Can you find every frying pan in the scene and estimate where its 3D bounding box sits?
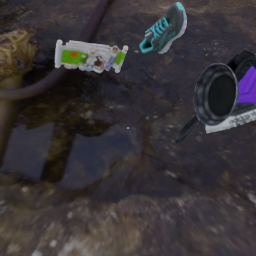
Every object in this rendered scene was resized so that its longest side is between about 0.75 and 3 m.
[{"bbox_3d":[1.246,-0.216,4.303,0.251,1.542,0.933,2,27,-23],"label":"frying pan"}]

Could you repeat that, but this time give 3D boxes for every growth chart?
[{"bbox_3d":[-0.860,-1.560,6.271,1.603,1.160,0.142,4,69,-7],"label":"growth chart"}]

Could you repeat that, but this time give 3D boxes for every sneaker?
[{"bbox_3d":[2.579,-0.921,5.306,2.683,0.933,1.334,-20,84,1],"label":"sneaker"},{"bbox_3d":[0.946,-2.723,8.032,0.901,1.976,0.767,-20,75,-24],"label":"sneaker"}]
